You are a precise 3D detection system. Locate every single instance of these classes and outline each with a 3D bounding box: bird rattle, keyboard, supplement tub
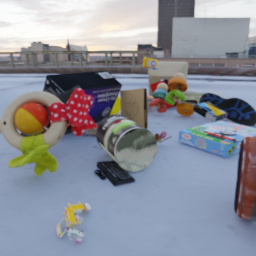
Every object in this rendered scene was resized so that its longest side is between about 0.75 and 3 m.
[{"bbox_3d":[-1.949,-0.123,6.369,1.894,2.324,1.309,33,-9,11],"label":"bird rattle"},{"bbox_3d":[-0.412,1.061,6.762,0.751,0.160,1.250,-7,17,-24],"label":"keyboard"},{"bbox_3d":[3.272,0.987,4.558,2.815,1.506,1.506,5,17,21],"label":"supplement tub"}]

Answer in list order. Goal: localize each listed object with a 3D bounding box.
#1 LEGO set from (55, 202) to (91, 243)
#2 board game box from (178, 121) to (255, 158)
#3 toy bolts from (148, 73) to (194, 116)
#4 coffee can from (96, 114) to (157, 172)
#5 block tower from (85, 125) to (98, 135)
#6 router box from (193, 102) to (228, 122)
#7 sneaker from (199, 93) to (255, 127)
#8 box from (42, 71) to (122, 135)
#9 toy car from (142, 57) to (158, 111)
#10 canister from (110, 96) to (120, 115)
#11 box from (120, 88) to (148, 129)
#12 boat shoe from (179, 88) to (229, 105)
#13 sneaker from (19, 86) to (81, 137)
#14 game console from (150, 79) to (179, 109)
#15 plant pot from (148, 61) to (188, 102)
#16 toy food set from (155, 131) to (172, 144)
[{"bbox_3d":[-0.965,1.584,4.797,0.472,0.382,1.026,34,8,-8],"label":"LEGO set"},{"bbox_3d":[3.051,0.274,8.998,2.317,0.424,1.753,-11,19,-38],"label":"board game box"},{"bbox_3d":[2.030,-1.450,12.515,1.924,1.334,1.837,-9,-32,44],"label":"toy bolts"},{"bbox_3d":[-0.084,0.347,7.374,1.126,1.126,1.538,-7,17,-22],"label":"coffee can"},{"bbox_3d":[-0.852,0.083,9.693,1.251,0.338,0.362,5,1,11],"label":"block tower"},{"bbox_3d":[3.050,-0.610,10.446,0.758,0.260,1.016,-15,36,-29],"label":"router box"},{"bbox_3d":[4.246,-0.761,11.639,0.994,0.977,2.580,21,9,-48],"label":"sneaker"},{"bbox_3d":[-1.727,-0.908,10.055,1.077,1.927,2.730,45,37,23],"label":"box"},{"bbox_3d":[0.975,-2.111,13.581,0.981,2.948,1.446,9,-1,10],"label":"toy car"},{"bbox_3d":[-1.538,-1.332,12.639,2.189,0.948,1.626,13,-23,26],"label":"canister"},{"bbox_3d":[0.179,-0.712,10.211,0.183,1.406,1.720,-5,7,-28],"label":"box"},{"bbox_3d":[3.583,-1.333,13.408,2.427,0.753,0.874,15,-20,42],"label":"boat shoe"},{"bbox_3d":[-2.232,-0.343,8.126,2.222,0.667,1.159,-24,59,-1],"label":"sneaker"},{"bbox_3d":[1.886,-1.610,14.153,0.869,1.465,1.262,-22,-9,20],"label":"game console"},{"bbox_3d":[2.097,-2.439,15.837,2.213,2.216,1.962,5,27,17],"label":"plant pot"},{"bbox_3d":[0.786,0.302,8.348,0.734,0.182,1.154,-33,-20,35],"label":"toy food set"}]
